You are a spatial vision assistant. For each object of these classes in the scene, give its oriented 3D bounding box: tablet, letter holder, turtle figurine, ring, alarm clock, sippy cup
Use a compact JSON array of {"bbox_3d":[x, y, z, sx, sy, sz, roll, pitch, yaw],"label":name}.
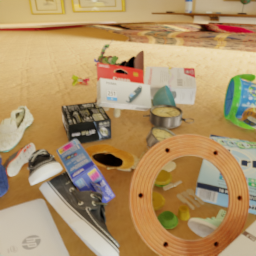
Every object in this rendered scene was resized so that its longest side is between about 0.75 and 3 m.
[{"bbox_3d":[-2.208,2.454,5.592,1.727,0.181,2.654,-14,30,-26],"label":"tablet"},{"bbox_3d":[0.112,-3.362,15.552,1.177,1.664,2.341,6,28,12],"label":"letter holder"},{"bbox_3d":[-0.934,-4.578,18.046,2.302,1.657,2.232,-17,35,-23],"label":"turtle figurine"},{"bbox_3d":[1.239,1.385,5.639,2.528,2.528,0.243,-6,-7,-12],"label":"ring"},{"bbox_3d":[1.620,-0.382,10.758,1.862,0.620,1.256,11,28,28],"label":"alarm clock"},{"bbox_3d":[1.016,0.492,8.698,1.106,0.546,1.639,40,27,20],"label":"alarm clock"},{"bbox_3d":[4.759,-1.081,10.973,1.621,2.211,1.736,7,5,7],"label":"sippy cup"}]

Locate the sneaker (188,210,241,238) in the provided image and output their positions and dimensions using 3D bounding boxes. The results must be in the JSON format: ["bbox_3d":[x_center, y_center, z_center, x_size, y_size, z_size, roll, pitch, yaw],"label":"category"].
[{"bbox_3d":[1.857,2.054,6.112,1.104,0.406,0.651,14,34,6],"label":"sneaker"}]

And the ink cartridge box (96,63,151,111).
[{"bbox_3d":[-0.178,-1.674,10.941,2.110,1.859,0.472,4,-18,-24],"label":"ink cartridge box"}]

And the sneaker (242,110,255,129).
[{"bbox_3d":[4.799,-0.030,9.592,0.783,0.668,1.776,3,37,-50],"label":"sneaker"}]

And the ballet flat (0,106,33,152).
[{"bbox_3d":[-4.138,-0.099,9.986,0.900,0.900,2.507,0,27,0],"label":"ballet flat"}]

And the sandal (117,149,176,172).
[{"bbox_3d":[0.513,0.905,8.203,1.824,0.600,0.669,1,27,1],"label":"sandal"}]

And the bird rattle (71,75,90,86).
[{"bbox_3d":[-2.636,-2.645,15.469,1.007,0.567,0.821,-5,11,-16],"label":"bird rattle"}]

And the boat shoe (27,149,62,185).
[{"bbox_3d":[-2.112,0.886,6.861,0.778,0.735,2.168,-25,-1,-16],"label":"boat shoe"}]

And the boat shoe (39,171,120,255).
[{"bbox_3d":[-0.947,1.726,6.036,0.921,0.972,2.781,-42,35,-20],"label":"boat shoe"}]

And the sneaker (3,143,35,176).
[{"bbox_3d":[-3.305,0.871,8.314,0.544,0.512,1.328,4,32,20],"label":"sneaker"}]

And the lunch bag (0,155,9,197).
[{"bbox_3d":[-4.429,0.806,6.909,2.899,1.918,1.970,17,32,32],"label":"lunch bag"}]

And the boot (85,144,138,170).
[{"bbox_3d":[-0.718,0.772,7.747,1.862,0.655,1.333,7,-4,24],"label":"boot"}]

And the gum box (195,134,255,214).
[{"bbox_3d":[3.201,1.190,7.627,2.289,0.600,2.694,10,29,19],"label":"gum box"}]

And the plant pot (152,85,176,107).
[{"bbox_3d":[1.493,-1.170,12.040,0.758,1.126,1.126,-22,19,22],"label":"plant pot"}]

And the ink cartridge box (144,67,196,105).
[{"bbox_3d":[1.947,-2.025,13.193,2.342,1.003,1.729,3,45,8],"label":"ink cartridge box"}]

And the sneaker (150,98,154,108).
[{"bbox_3d":[0.606,-1.099,12.516,1.289,0.496,0.571,21,49,42],"label":"sneaker"}]

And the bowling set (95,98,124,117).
[{"bbox_3d":[-0.778,-1.423,12.204,1.536,1.185,2.207,6,27,12],"label":"bowling set"}]

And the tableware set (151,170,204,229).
[{"bbox_3d":[0.812,1.679,7.055,1.333,0.304,1.979,-19,33,-25],"label":"tableware set"}]

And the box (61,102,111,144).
[{"bbox_3d":[-1.563,-0.222,10.242,1.495,0.786,1.825,-9,28,-18],"label":"box"}]

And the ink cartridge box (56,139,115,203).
[{"bbox_3d":[-1.022,1.187,6.896,0.660,1.179,1.728,-33,35,-9],"label":"ink cartridge box"}]

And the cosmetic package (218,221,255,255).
[{"bbox_3d":[2.378,2.439,4.993,2.013,0.745,1.023,-20,33,-36],"label":"cosmetic package"}]
